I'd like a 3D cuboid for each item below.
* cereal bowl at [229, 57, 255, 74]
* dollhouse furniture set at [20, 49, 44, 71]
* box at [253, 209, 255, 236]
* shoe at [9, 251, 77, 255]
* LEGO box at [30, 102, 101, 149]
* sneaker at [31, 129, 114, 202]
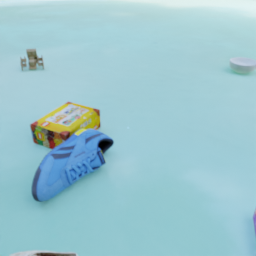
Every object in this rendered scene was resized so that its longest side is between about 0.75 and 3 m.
[{"bbox_3d":[5.780,-3.109,14.160,1.350,0.562,1.350,1,31,0],"label":"cereal bowl"},{"bbox_3d":[-5.037,-3.438,14.794,1.114,0.844,1.271,-7,54,-12],"label":"dollhouse furniture set"},{"bbox_3d":[3.562,2.306,5.291,2.081,0.407,1.424,8,32,12],"label":"box"},{"bbox_3d":[-1.578,2.429,5.116,1.455,0.388,0.509,1,31,2],"label":"shoe"},{"bbox_3d":[-1.937,-0.069,8.956,1.362,0.706,1.829,16,34,24],"label":"LEGO box"},{"bbox_3d":[-1.288,0.876,7.178,1.085,0.912,2.767,11,32,21],"label":"sneaker"}]
